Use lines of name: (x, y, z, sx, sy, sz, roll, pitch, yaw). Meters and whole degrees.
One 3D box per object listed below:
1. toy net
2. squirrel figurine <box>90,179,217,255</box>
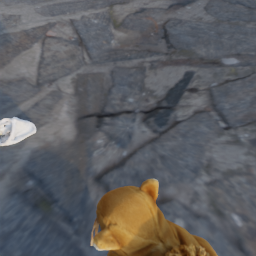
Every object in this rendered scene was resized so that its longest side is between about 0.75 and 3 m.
toy net: (-3.539, 0.159, 6.532, 2.604, 0.503, 1.366, -5, 47, -5)
squirrel figurine: (0.346, 1.121, 2.356, 1.057, 1.394, 1.493, -37, 25, -22)
